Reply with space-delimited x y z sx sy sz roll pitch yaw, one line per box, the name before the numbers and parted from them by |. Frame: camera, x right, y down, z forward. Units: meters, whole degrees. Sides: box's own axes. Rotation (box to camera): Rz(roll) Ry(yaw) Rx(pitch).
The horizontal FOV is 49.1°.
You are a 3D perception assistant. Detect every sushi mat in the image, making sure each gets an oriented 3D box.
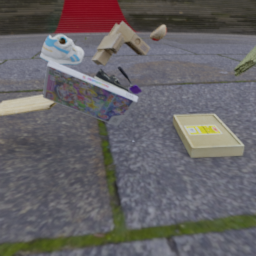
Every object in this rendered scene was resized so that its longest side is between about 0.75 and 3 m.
sushi mat | -3.587 -0.817 9.782 2.600 0.157 1.244 -7 29 16

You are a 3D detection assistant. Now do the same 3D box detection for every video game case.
video game case | -1.196 -0.902 8.254 2.547 1.824 0.230 21 62 -12

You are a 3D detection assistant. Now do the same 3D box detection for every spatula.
spatula | 0.022 -1.909 11.339 0.400 1.415 0.145 -23 27 33

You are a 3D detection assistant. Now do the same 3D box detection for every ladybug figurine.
ladybug figurine | 1.124 -3.433 10.249 0.676 0.358 0.996 -38 14 10

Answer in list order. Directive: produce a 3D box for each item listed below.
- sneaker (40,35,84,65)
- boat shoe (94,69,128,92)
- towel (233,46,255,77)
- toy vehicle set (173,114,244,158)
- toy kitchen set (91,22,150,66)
sneaker | -1.752 -2.239 7.996 0.657 0.693 1.716 30 24 11
boat shoe | -0.658 -1.960 11.853 1.641 0.555 0.589 31 -3 16
towel | 4.181 -2.418 8.861 1.792 0.327 1.330 -47 1 -9
toy vehicle set | 2.975 0.207 10.956 1.858 0.396 2.991 -1 25 -3
toy kitchen set | -0.146 -3.074 11.487 1.707 1.892 1.544 36 -5 -28
